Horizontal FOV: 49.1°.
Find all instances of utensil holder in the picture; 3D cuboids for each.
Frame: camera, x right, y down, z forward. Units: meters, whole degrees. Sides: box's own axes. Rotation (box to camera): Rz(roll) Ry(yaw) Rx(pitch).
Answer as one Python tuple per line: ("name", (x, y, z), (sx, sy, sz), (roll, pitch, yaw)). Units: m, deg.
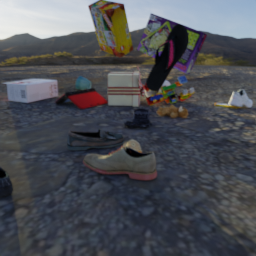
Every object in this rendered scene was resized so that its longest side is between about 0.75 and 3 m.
("utensil holder", (1.881, -2.375, 17.331), (1.142, 1.142, 1.344), (15, 19, 41))

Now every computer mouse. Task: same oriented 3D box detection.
("computer mouse", (0.478, -0.310, 11.642), (1.126, 0.429, 1.626), (2, 27, 8))

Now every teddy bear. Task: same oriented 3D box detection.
("teddy bear", (2.042, -0.782, 13.012), (1.456, 0.486, 1.056), (11, 22, 33))

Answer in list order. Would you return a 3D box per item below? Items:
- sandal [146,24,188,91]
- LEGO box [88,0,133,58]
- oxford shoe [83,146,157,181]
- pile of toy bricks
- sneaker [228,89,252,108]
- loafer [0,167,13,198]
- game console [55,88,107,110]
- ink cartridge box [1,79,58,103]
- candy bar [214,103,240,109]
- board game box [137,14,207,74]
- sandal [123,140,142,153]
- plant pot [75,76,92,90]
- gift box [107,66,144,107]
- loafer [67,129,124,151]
("sandal", (0.902, -1.709, 6.818), (0.388, 1.721, 0.646), (15, 17, -46))
("LEGO box", (-0.521, -3.067, 8.644), (0.571, 1.481, 1.103), (-38, 46, -23))
("oxford shoe", (-0.227, 0.782, 7.185), (2.008, 0.751, 0.707), (5, 17, 17))
("pile of toy bricks", (2.142, -1.984, 16.070), (2.895, 1.606, 1.429), (-17, -18, -18))
("sneaker", (6.015, -1.549, 14.650), (1.822, 0.905, 0.710), (-2, 17, -42))
("loafer", (-3.029, 1.113, 6.503), (0.486, 0.502, 1.431), (-12, 20, -36))
("game console", (-2.610, -1.419, 15.667), (1.856, 1.278, 2.153), (-27, -5, 41))
("ink cartridge box", (-6.021, -2.346, 17.252), (2.237, 1.068, 2.548), (9, 19, 28))
("candy bar", (5.272, -1.165, 14.895), (1.385, 0.153, 0.345), (12, 20, 33))
("board game box", (1.596, -3.280, 10.813), (2.575, 1.545, 0.416), (36, 21, 32))
("sandal", (0.081, 0.582, 8.231), (0.610, 0.547, 1.663), (-1, 16, -5))
("plant pot", (-3.211, -3.173, 20.459), (0.934, 0.994, 0.994), (19, 21, 13))
("gift box", (-0.077, -2.324, 15.499), (1.987, 2.128, 1.964), (2, 21, 2))
("loafer", (-1.017, 0.321, 9.030), (1.891, 0.595, 0.679), (-6, 18, -21))
